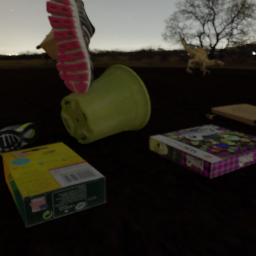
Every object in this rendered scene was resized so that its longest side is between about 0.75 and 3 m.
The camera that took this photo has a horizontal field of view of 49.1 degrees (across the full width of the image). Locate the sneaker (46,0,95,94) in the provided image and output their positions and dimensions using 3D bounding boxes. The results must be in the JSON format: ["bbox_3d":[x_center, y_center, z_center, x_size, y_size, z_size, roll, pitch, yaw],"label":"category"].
[{"bbox_3d":[-1.520,-2.554,8.500,1.102,2.988,1.307,2,27,22],"label":"sneaker"}]

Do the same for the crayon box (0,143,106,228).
[{"bbox_3d":[-1.864,1.123,6.571,1.702,0.681,2.681,-9,19,-30],"label":"crayon box"}]

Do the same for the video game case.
[{"bbox_3d":[2.575,0.578,8.792,2.908,0.521,2.636,-10,19,-31],"label":"video game case"}]

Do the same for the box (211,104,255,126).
[{"bbox_3d":[5.875,-0.680,13.610,2.318,0.302,2.836,-6,18,-21],"label":"box"}]

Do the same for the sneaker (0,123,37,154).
[{"bbox_3d":[-3.974,0.372,9.266,0.921,0.841,2.276,-2,7,16],"label":"sneaker"}]

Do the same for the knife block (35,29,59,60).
[{"bbox_3d":[-2.852,-3.096,10.683,2.190,0.798,2.495,-34,33,25],"label":"knife block"}]

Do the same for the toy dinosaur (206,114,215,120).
[{"bbox_3d":[3.911,-0.525,13.343,0.398,0.227,0.750,28,31,13],"label":"toy dinosaur"}]

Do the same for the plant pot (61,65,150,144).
[{"bbox_3d":[-0.973,-0.681,10.195,2.662,2.662,2.448,15,33,42],"label":"plant pot"}]

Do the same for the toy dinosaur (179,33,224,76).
[{"bbox_3d":[2.828,-2.916,11.743,2.329,1.178,0.678,27,-12,-12],"label":"toy dinosaur"}]
